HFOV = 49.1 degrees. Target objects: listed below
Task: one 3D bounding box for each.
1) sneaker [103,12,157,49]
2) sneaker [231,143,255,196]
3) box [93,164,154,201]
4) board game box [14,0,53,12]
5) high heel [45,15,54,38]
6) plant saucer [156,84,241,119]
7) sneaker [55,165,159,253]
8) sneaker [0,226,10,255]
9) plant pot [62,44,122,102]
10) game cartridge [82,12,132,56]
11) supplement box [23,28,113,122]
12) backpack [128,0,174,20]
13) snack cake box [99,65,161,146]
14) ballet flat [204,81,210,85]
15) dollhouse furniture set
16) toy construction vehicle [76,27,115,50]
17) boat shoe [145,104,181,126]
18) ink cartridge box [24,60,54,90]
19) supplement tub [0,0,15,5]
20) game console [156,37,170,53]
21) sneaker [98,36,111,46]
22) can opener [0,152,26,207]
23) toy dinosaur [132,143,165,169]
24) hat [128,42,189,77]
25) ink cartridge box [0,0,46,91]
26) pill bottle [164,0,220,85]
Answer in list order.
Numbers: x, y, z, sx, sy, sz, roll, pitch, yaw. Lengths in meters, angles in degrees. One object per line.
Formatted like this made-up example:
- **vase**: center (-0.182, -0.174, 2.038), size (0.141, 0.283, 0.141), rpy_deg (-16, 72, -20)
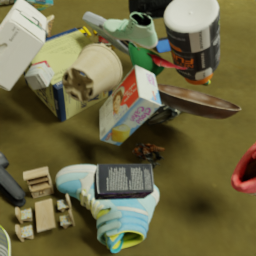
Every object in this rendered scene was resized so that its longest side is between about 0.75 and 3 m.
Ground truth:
- **sneaker**: center (-0.002, -2.558, 6.837), size (1.530, 0.902, 0.563), rpy_deg (23, 73, 18)
- **sneaker**: center (3.375, 0.501, 6.162), size (1.231, 2.838, 1.046), rpy_deg (8, 33, -48)
- **box**: center (-0.120, 1.076, 5.509), size (1.077, 0.797, 0.562), rpy_deg (0, 67, -11)
- **board game box**: center (-3.330, -4.398, 9.846), size (0.915, 0.284, 1.212), rpy_deg (-9, 12, -39)
- **high heel**: center (-3.066, -3.930, 10.964), size (0.319, 0.636, 0.892), rpy_deg (13, 58, 21)
- **plant saucer**: center (1.886, -0.762, 8.118), size (2.594, 0.416, 2.594), rpy_deg (12, 17, -4)
- **sneaker**: center (-0.777, 2.121, 7.364), size (2.988, 1.188, 1.951), rpy_deg (9, 44, 10)
- **sneaker**: center (-3.227, 3.031, 6.668), size (0.787, 0.862, 2.129), rpy_deg (-24, 50, -22)
- **plant pot**: center (-0.896, -1.169, 6.395), size (1.202, 1.202, 1.101), rpy_deg (15, 35, 15)
- **game cartridge**: center (-0.619, -3.569, 10.839), size (1.567, 2.351, 0.476), rpy_deg (34, 94, 39)
- **supplement box**: center (-2.327, -2.143, 10.933), size (2.612, 1.754, 2.610), rpy_deg (-33, 63, -28)
- **backpack**: center (1.137, -5.008, 10.338), size (2.382, 1.943, 1.832), rpy_deg (-13, 33, -19)
- **snack cake box**: center (-0.039, -0.562, 7.843), size (0.689, 2.050, 1.179), rpy_deg (19, 46, -28)
- **ballet flat**: center (3.152, -2.122, 12.250), size (0.912, 0.305, 0.306), rpy_deg (26, 29, 20)
- **dollhouse furniture set**: center (-2.334, 2.001, 7.601), size (1.412, 1.000, 1.537), rpy_deg (-13, 46, -12)
- **toy construction vehicle**: center (-1.648, -4.242, 13.669), size (1.797, 0.633, 1.565), rpy_deg (-31, 78, -37)
- **boat shoe**: center (1.529, -0.596, 10.412), size (2.059, 0.779, 0.621), rpy_deg (-21, 47, -4)
- **ink cartridge box**: center (-2.827, -1.681, 8.964), size (0.551, 0.554, 0.762), rpy_deg (-9, 42, 18)
- **supplement tub**: center (-7.641, -8.724, 18.154), size (1.667, 1.170, 1.170), rpy_deg (-29, 52, -26)
- **game console**: center (1.874, -4.319, 14.517), size (1.223, 0.723, 1.044), rpy_deg (-14, 16, -14)
- **sneaker**: center (-0.828, -4.610, 14.442), size (1.468, 0.623, 0.565), rpy_deg (-8, 46, -8)
- **can opener**: center (-3.881, 1.359, 8.368), size (2.593, 0.822, 1.019), rpy_deg (35, 54, 30)
- **toy dinosaur**: center (0.649, 0.820, 8.833), size (0.657, 0.872, 1.285), rpy_deg (-39, 14, -16)
- **hat**: center (1.017, -2.127, 8.623), size (1.543, 1.452, 1.753), rpy_deg (-20, 77, 21)
- **ink cartridge box**: center (-3.423, -2.561, 8.407), size (1.082, 1.874, 2.566), rpy_deg (33, 22, -32)
- **pill bottle**: center (2.141, -2.602, 8.981), size (1.558, 2.933, 1.558), rpy_deg (-8, 61, 15)
